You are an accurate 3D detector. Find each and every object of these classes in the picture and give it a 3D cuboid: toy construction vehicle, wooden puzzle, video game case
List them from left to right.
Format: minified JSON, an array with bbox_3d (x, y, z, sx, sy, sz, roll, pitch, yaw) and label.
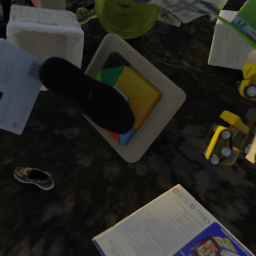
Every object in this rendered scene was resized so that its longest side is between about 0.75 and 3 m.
[{"bbox_3d":[-0.120,-0.450,4.487,1.620,1.499,0.302,43,27,16],"label":"wooden puzzle"},{"bbox_3d":[1.185,-4.677,10.218,1.795,1.636,0.197,24,60,14],"label":"video game case"},{"bbox_3d":[1.962,-0.142,4.085,0.691,1.963,1.709,19,10,-7],"label":"toy construction vehicle"}]

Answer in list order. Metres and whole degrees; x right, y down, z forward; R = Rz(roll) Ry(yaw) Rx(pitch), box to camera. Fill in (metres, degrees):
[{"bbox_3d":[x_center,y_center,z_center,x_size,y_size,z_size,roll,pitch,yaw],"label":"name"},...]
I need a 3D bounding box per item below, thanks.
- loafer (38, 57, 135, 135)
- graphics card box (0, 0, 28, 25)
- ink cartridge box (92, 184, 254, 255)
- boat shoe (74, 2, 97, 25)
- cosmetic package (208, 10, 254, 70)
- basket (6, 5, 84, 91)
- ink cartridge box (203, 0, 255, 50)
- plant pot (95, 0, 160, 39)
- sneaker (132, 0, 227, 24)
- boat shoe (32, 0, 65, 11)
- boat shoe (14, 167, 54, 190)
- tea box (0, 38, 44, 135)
[{"bbox_3d":[-0.554,-0.446,3.969,0.567,1.558,0.563,-54,27,-6],"label":"loafer"},{"bbox_3d":[-3.107,-3.391,6.898,0.642,1.583,2.523,0,18,-6],"label":"graphics card box"},{"bbox_3d":[0.900,2.471,5.367,2.332,0.548,2.305,-26,49,-25],"label":"ink cartridge box"},{"bbox_3d":[-1.543,-3.990,9.774,0.537,0.449,1.504,21,44,24],"label":"boat shoe"},{"bbox_3d":[4.518,-3.506,11.249,2.102,1.732,1.734,14,42,14],"label":"cosmetic package"},{"bbox_3d":[-1.801,-1.704,5.976,1.439,1.452,1.168,-2,46,-22],"label":"basket"},{"bbox_3d":[3.149,-2.272,6.293,2.479,0.939,1.832,3,45,-42],"label":"ink cartridge box"},{"bbox_3d":[0.003,-4.027,8.620,2.228,2.228,2.116,-1,11,-1],"label":"plant pot"},{"bbox_3d":[1.213,-3.049,6.814,2.645,1.166,0.996,-4,55,-12],"label":"sneaker"},{"bbox_3d":[-2.731,-4.462,8.487,0.988,2.776,0.968,21,47,32],"label":"boat shoe"},{"bbox_3d":[-2.361,1.172,6.958,1.140,0.343,0.406,15,43,17],"label":"boat shoe"},{"bbox_3d":[-1.887,-0.612,4.191,1.106,0.751,1.125,16,83,51],"label":"tea box"}]
